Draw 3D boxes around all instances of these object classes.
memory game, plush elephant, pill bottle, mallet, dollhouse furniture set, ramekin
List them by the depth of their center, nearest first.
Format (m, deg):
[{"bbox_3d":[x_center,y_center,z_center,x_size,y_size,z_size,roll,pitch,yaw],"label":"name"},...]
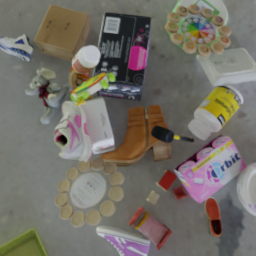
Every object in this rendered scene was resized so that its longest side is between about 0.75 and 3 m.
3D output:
[{"bbox_3d":[-1.163,1.869,8.378,2.239,0.143,2.239,-10,51,13],"label":"memory game"},{"bbox_3d":[-1.354,-2.219,9.102,0.687,1.225,0.687,2,85,-25],"label":"pill bottle"},{"bbox_3d":[1.590,0.292,9.736,0.711,2.159,0.444,23,98,35],"label":"mallet"},{"bbox_3d":[1.246,2.860,10.069,1.331,1.006,2.473,36,78,7],"label":"dollhouse furniture set"},{"bbox_3d":[2.602,-3.630,10.322,2.561,0.163,2.561,4,63,-8],"label":"memory game"},{"bbox_3d":[3.318,-0.586,10.824,1.186,1.186,2.131,41,81,9],"label":"pill bottle"},{"bbox_3d":[-3.225,-1.440,10.888,1.477,1.571,1.908,29,49,-7],"label":"plush elephant"},{"bbox_3d":[2.898,-4.450,11.585,2.384,1.164,2.384,2,74,-7],"label":"ramekin"}]

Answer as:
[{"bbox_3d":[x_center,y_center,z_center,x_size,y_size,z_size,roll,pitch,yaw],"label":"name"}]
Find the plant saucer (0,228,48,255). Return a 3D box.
[{"bbox_3d":[-3.754,5.111,9.777,2.361,0.566,2.365,-29,78,-7],"label":"plant saucer"}]

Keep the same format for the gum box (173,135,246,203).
[{"bbox_3d":[3.051,1.440,10.275,2.377,0.786,1.349,-34,103,-10],"label":"gum box"}]

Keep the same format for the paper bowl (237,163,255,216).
[{"bbox_3d":[5.034,2.261,10.184,2.087,1.085,2.087,0,77,0],"label":"paper bowl"}]

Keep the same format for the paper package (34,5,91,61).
[{"bbox_3d":[-2.714,-3.968,11.739,1.785,0.969,1.872,16,78,4],"label":"paper package"}]

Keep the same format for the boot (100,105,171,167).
[{"bbox_3d":[0.178,0.270,10.670,2.838,1.088,2.204,-9,76,-1],"label":"boot"}]

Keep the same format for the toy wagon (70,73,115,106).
[{"bbox_3d":[-1.206,-1.226,8.815,1.344,1.732,0.343,-18,112,28],"label":"toy wagon"}]

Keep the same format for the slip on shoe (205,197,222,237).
[{"bbox_3d":[3.167,3.262,10.289,0.531,0.439,1.435,-6,75,0],"label":"slip on shoe"}]

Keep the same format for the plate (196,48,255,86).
[{"bbox_3d":[4.081,-2.561,11.203,2.161,0.349,2.156,-9,47,-2],"label":"plate"}]

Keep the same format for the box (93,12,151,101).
[{"bbox_3d":[-0.207,-2.745,11.089,1.926,1.673,2.915,7,75,3],"label":"box"}]

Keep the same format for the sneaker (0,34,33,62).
[{"bbox_3d":[-4.704,-3.556,11.859,1.626,0.657,0.939,26,74,-1],"label":"sneaker"}]

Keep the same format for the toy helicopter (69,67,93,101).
[{"bbox_3d":[-1.790,-1.484,10.770,0.671,1.701,1.125,13,60,27],"label":"toy helicopter"}]

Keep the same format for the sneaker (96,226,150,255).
[{"bbox_3d":[-0.295,4.244,9.927,1.983,0.719,1.131,17,80,4],"label":"sneaker"}]

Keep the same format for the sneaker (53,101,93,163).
[{"bbox_3d":[-1.852,0.037,8.809,0.995,0.918,2.256,2,50,-32],"label":"sneaker"}]

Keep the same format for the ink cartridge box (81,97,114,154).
[{"bbox_3d":[-1.091,-0.003,10.197,0.882,2.084,1.506,-14,76,-6],"label":"ink cartridge box"}]
